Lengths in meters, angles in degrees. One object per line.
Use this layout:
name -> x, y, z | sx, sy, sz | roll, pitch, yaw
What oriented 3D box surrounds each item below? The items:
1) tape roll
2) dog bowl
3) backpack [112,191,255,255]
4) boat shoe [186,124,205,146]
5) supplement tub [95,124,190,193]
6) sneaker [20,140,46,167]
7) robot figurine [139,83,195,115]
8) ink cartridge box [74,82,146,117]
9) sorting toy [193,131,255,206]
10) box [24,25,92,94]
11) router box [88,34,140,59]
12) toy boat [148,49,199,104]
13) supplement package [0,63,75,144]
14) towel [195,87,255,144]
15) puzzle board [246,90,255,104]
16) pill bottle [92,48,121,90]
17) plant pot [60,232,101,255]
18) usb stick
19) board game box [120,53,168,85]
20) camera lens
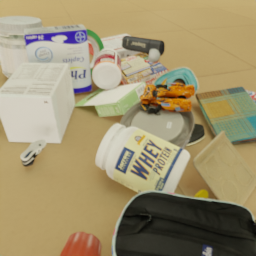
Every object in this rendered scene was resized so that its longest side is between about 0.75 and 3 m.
tape roll -> -2.189, -3.628, 13.560 | 2.213, 2.213, 0.532 | -27, 27, -32
dog bowl -> 0.971, 0.024, 9.250 | 2.393, 0.702, 2.393 | -7, 47, 8
backpack -> 0.975, 2.411, 5.301 | 2.549, 1.919, 2.263 | 13, 38, 10
boat shoe -> 1.431, 0.110, 9.579 | 2.549, 0.799, 0.933 | -2, 32, -6
supplement tub -> 0.378, 0.907, 7.477 | 2.145, 1.555, 1.555 | 25, 41, 14
sneaker -> -2.855, 0.783, 8.446 | 0.349, 0.535, 0.956 | 30, 45, 14
robot figurine -> 1.239, -1.047, 9.408 | 1.852, 0.539, 1.343 | 5, 54, 21
ink cartridge box -> -0.719, -1.139, 11.466 | 2.604, 0.624, 1.895 | -3, 28, 41
sorting toy -> 2.368, 1.386, 7.297 | 2.486, 0.333, 1.852 | -33, 90, -38
box -> -2.932, -2.855, 12.001 | 2.478, 2.694, 1.414 | -10, 31, -14
router box -> -0.560, -4.610, 16.291 | 2.787, 0.681, 2.501 | -21, 40, -26
toy boat -> 1.511, -1.984, 11.168 | 2.055, 2.445, 1.136 | -31, -1, 10
supplement package -> -3.156, -0.951, 10.033 | 1.866, 1.879, 2.476 | 1, 37, 3
towel -> 3.872, -0.509, 10.387 | 2.077, 0.307, 2.832 | -8, 43, -3
puzzle board -> 5.174, -1.314, 12.143 | 1.017, 0.117, 1.349 | 22, 41, 28
pill bottle -> -0.909, -2.711, 12.406 | 1.229, 1.229, 2.176 | -1, 36, -1
plant pot -> -1.005, 2.769, 5.704 | 1.038, 1.038, 1.009 | 4, 27, 5
usb stick -> 0.694, -4.027, 13.673 | 2.571, 0.713, 0.419 | 23, 33, 38
board game box -> 0.518, -2.741, 13.405 | 1.950, 0.596, 2.574 | -21, 39, -8
camera lens -> -4.945, -3.680, 13.176 | 2.128, 2.660, 2.128 | 3, 32, -2
